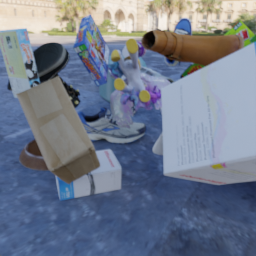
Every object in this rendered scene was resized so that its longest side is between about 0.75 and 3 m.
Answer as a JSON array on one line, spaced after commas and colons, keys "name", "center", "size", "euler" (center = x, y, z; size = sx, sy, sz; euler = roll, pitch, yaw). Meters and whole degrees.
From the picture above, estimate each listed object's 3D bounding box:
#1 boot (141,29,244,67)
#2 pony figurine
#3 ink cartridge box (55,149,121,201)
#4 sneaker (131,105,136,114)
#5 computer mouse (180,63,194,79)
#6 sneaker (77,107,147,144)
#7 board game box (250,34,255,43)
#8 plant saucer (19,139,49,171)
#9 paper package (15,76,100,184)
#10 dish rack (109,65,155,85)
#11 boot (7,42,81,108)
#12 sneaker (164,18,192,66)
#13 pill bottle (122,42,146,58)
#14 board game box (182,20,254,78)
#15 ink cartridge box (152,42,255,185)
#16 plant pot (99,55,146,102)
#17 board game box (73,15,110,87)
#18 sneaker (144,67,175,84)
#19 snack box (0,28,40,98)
[{"name": "boot", "center": [1.733, -2.405, 8.069], "size": [2.088, 1.031, 2.689], "euler": [9, 14, -24]}, {"name": "pony figurine", "center": [0.214, -1.045, 6.905], "size": [1.802, 2.089, 2.164], "euler": [-14, 6, 8]}, {"name": "ink cartridge box", "center": [-1.209, 1.319, 8.204], "size": [1.766, 0.758, 1.293], "euler": [-6, 24, -17]}, {"name": "sneaker", "center": [-0.032, -0.927, 14.006], "size": [0.818, 0.502, 1.258], "euler": [9, 12, 42]}, {"name": "computer mouse", "center": [3.327, -2.258, 11.081], "size": [1.645, 2.343, 0.539], "euler": [33, 47, -20]}, {"name": "sneaker", "center": [-0.720, -0.131, 11.078], "size": [2.970, 1.265, 1.144], "euler": [0, 22, -4]}, {"name": "board game box", "center": [4.701, -2.417, 8.237], "size": [1.875, 0.378, 1.435], "euler": [42, 62, 5]}, {"name": "plant saucer", "center": [-2.691, 0.762, 10.068], "size": [2.375, 0.409, 2.375], "euler": [-1, 22, 0]}, {"name": "paper package", "center": [-1.414, 0.128, 6.010], "size": [0.938, 1.729, 1.814], "euler": [-26, 72, -10]}, {"name": "dish rack", "center": [0.127, -1.835, 9.909], "size": [1.267, 0.321, 1.477], "euler": [33, 41, 16]}, {"name": "boot", "center": [-2.238, -1.485, 8.958], "size": [2.872, 1.037, 2.169], "euler": [-16, -31, 39]}, {"name": "sneaker", "center": [1.779, -3.021, 10.023], "size": [0.676, 1.679, 1.229], "euler": [21, 31, 8]}, {"name": "pill bottle", "center": [0.217, -2.880, 10.469], "size": [0.580, 0.580, 1.031], "euler": [13, 27, 28]}, {"name": "board game box", "center": [3.145, -2.117, 9.292], "size": [0.593, 2.489, 1.264], "euler": [5, 48, -54]}, {"name": "ink cartridge box", "center": [1.902, -0.049, 4.864], "size": [1.780, 1.734, 2.770], "euler": [18, -26, -38]}, {"name": "plant pot", "center": [-0.127, -2.625, 15.799], "size": [2.465, 2.458, 2.511], "euler": [-8, 28, -19]}, {"name": "board game box", "center": [-1.177, -2.705, 9.633], "size": [0.397, 1.561, 2.306], "euler": [-19, 39, 15]}, {"name": "sneaker", "center": [1.097, -1.696, 10.744], "size": [2.849, 1.071, 1.155], "euler": [27, -4, 8]}, {"name": "snack box", "center": [-2.386, -1.379, 6.189], "size": [0.883, 1.521, 0.282], "euler": [14, 30, 39]}]
